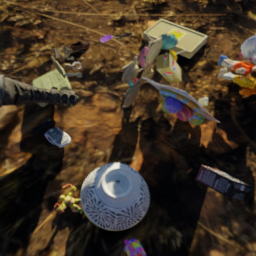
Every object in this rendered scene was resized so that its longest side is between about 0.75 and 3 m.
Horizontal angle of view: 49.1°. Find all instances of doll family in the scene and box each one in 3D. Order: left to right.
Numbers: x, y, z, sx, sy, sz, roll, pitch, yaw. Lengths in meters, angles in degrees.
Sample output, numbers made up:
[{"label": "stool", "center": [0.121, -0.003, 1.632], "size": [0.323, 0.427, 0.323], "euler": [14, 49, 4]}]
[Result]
[{"label": "doll family", "center": [4.471, -1.890, 10.157], "size": [1.763, 1.280, 2.840], "euler": [32, 39, 32]}]

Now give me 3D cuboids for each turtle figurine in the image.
[{"label": "turtle figurine", "center": [-1.504, 1.974, 7.305], "size": [0.763, 0.305, 0.946], "euler": [21, 44, 7]}]

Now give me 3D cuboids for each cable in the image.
[{"label": "cable", "center": [3.620, -2.331, 7.938], "size": [0.812, 0.812, 0.281], "euler": [-8, 70, -3]}]

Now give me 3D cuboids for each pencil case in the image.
[{"label": "pencil case", "center": [0.221, 2.831, 5.994], "size": [0.423, 0.423, 0.957], "euler": [-20, 29, -16]}]

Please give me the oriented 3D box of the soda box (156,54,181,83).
[{"label": "soda box", "center": [1.368, -1.947, 9.311], "size": [0.457, 1.427, 0.483], "euler": [-5, 79, 25]}]

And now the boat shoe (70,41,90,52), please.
[{"label": "boat shoe", "center": [-2.031, -3.507, 11.869], "size": [0.946, 0.333, 0.333], "euler": [-30, 55, -24]}]

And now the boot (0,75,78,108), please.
[{"label": "boot", "center": [-2.500, -0.963, 8.096], "size": [2.111, 0.839, 2.424], "euler": [7, 11, -11]}]

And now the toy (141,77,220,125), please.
[{"label": "toy", "center": [1.520, -0.567, 8.203], "size": [1.515, 2.631, 0.621], "euler": [26, 93, 39]}]

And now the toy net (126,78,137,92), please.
[{"label": "toy net", "center": [0.175, -1.370, 9.944], "size": [0.217, 0.589, 1.123], "euler": [18, 60, -36]}]

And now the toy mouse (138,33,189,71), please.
[{"label": "toy mouse", "center": [1.011, -2.506, 9.354], "size": [2.045, 1.817, 0.396], "euler": [-28, 62, 12]}]

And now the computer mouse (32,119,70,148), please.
[{"label": "computer mouse", "center": [-2.330, 0.248, 8.766], "size": [0.773, 0.309, 1.410], "euler": [-33, 52, -30]}]

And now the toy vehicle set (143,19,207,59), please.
[{"label": "toy vehicle set", "center": [2.028, -3.943, 12.230], "size": [2.395, 0.318, 1.488], "euler": [31, 57, 23]}]

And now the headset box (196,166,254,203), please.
[{"label": "headset box", "center": [2.178, 1.265, 6.488], "size": [0.790, 0.410, 1.062], "euler": [20, 2, -33]}]

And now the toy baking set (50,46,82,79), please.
[{"label": "toy baking set", "center": [-1.613, -1.705, 7.475], "size": [0.120, 1.030, 0.791], "euler": [-2, 35, 43]}]

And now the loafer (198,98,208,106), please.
[{"label": "loafer", "center": [2.433, -0.836, 9.118], "size": [0.268, 0.768, 0.268], "euler": [-2, 85, 5]}]

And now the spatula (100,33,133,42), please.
[{"label": "spatula", "center": [-0.382, -3.103, 9.519], "size": [1.181, 0.121, 0.334], "euler": [-16, 41, -20]}]

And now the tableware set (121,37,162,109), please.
[{"label": "tableware set", "center": [0.392, -1.720, 8.913], "size": [0.262, 2.261, 1.889], "euler": [33, 62, 15]}]

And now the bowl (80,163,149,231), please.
[{"label": "bowl", "center": [-0.293, 1.536, 6.982], "size": [1.806, 0.848, 1.806], "euler": [3, 55, -5]}]

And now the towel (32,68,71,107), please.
[{"label": "towel", "center": [-2.715, -1.485, 9.891], "size": [1.317, 0.324, 1.775], "euler": [-30, 41, -4]}]
